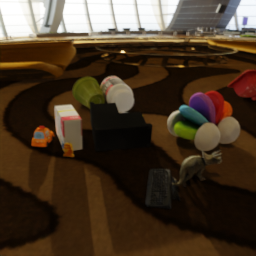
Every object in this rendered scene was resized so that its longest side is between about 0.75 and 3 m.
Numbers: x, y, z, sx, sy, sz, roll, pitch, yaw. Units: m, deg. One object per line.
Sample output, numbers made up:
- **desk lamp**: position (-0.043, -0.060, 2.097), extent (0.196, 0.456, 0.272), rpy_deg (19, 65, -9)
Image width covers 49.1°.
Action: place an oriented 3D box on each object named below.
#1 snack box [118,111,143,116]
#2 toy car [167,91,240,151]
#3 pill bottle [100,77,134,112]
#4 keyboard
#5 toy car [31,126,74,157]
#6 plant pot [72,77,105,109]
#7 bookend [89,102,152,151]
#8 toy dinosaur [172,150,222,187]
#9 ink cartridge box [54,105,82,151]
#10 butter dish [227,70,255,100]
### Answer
- **snack box**: position (-0.325, -0.339, 12.916), extent (1.702, 0.451, 1.211), rpy_deg (12, 27, 24)
- **toy car**: position (3.049, -0.451, 11.272), extent (2.692, 2.019, 2.356), rpy_deg (-14, 29, -28)
- **pill bottle**: position (-0.562, -1.770, 14.897), extent (1.419, 1.419, 2.564), rpy_deg (-7, 25, -15)
- **keyboard**: position (1.076, 1.703, 8.534), extent (0.983, 0.374, 1.889), rpy_deg (3, 25, 6)
- **toy car**: position (-2.817, 0.410, 10.946), extent (2.184, 0.727, 1.071), rpy_deg (10, 27, 24)
- **plant pot**: position (-1.991, -1.706, 14.968), extent (1.551, 1.551, 1.493), rpy_deg (-13, 40, -26)
- **bookend**: position (-0.392, -0.183, 11.477), extent (2.193, 1.017, 2.207), rpy_deg (-5, 34, -11)
- **toy dinosaur**: position (1.996, 1.236, 8.811), extent (1.919, 0.982, 0.739), rpy_deg (-11, 27, -26)
- **ink cartridge box**: position (-2.412, -0.044, 11.224), extent (0.747, 1.300, 1.791), rpy_deg (-8, 25, -22)
- **butter dish**: position (7.256, -2.342, 16.308), extent (2.051, 1.520, 2.056), rpy_deg (-1, -19, -16)
